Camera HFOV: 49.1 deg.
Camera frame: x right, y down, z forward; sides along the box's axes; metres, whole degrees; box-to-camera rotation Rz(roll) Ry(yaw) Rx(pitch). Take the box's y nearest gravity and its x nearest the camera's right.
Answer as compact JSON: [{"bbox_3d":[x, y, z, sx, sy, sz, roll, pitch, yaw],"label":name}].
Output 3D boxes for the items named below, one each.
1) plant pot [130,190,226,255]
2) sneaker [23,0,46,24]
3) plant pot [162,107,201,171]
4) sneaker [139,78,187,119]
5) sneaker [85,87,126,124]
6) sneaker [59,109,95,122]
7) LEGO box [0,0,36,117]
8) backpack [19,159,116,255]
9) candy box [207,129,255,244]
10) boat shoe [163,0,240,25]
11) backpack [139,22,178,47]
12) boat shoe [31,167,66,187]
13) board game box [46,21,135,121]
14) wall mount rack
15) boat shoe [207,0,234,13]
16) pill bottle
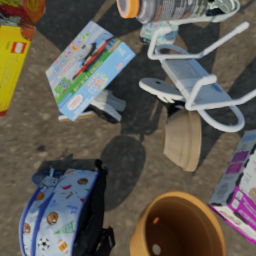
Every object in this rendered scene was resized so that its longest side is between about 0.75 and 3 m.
[{"bbox_3d":[0.896,2.492,6.031,1.927,1.349,1.927,13,53,-18],"label":"plant pot"},{"bbox_3d":[-2.451,-3.494,7.341,0.668,1.829,0.706,30,45,-12],"label":"sneaker"},{"bbox_3d":[1.147,0.219,6.382,0.692,1.499,1.499,3,77,2],"label":"plant pot"},{"bbox_3d":[0.935,-0.628,6.985,1.531,0.856,0.559,18,42,2],"label":"sneaker"},{"bbox_3d":[-1.067,-1.004,8.792,2.206,0.815,0.875,32,70,1],"label":"sneaker"},{"bbox_3d":[-1.645,-0.593,8.809,1.153,0.404,0.625,-9,78,5],"label":"sneaker"},{"bbox_3d":[-3.285,-1.785,6.241,1.041,2.697,2.008,-11,59,-45],"label":"LEGO box"},{"bbox_3d":[-1.147,1.897,5.344,1.593,1.969,2.068,-2,112,4],"label":"backpack"},{"bbox_3d":[3.056,1.326,6.575,1.552,0.694,2.276,41,65,-11],"label":"candy box"},{"bbox_3d":[1.806,-3.142,7.201,2.245,0.800,0.783,-6,96,-15],"label":"boat shoe"},{"bbox_3d":[1.041,-3.244,9.224,1.186,0.893,1.053,16,78,-2],"label":"backpack"},{"bbox_3d":[-2.033,1.497,8.262,1.711,0.587,0.720,0,77,0],"label":"boat shoe"},{"bbox_3d":[-1.083,-1.527,6.807,1.941,2.566,0.469,-46,125,7],"label":"board game box"},{"bbox_3d":[1.893,-1.321,5.841,2.494,1.070,2.871,-9,51,-25],"label":"wall mount rack"},{"bbox_3d":[1.488,-2.322,4.961,0.350,1.134,0.413,-56,46,13],"label":"boat shoe"},{"bbox_3d":[0.660,-2.483,5.309,1.699,0.902,0.902,-14,77,-19],"label":"pill bottle"}]
